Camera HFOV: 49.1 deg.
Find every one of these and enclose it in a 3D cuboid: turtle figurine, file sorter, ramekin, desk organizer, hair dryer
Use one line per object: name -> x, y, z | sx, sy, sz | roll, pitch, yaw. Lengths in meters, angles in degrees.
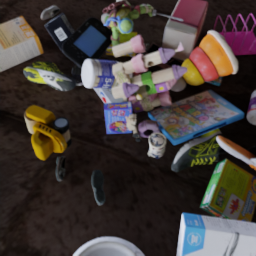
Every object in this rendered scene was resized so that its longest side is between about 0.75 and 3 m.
turtle figurine -> 0.116, -3.996, 11.297 | 2.878, 2.071, 2.791 | 2, 35, -22
file sorter -> 4.636, -3.939, 11.691 | 1.895, 1.188, 1.317 | -3, 58, -2
ramekin -> -0.500, 3.833, 6.839 | 2.409, 1.122, 2.409 | 0, 58, -1
desk organizer -> 1.500, -2.703, 11.161 | 1.582, 0.609, 0.567 | 35, 86, 20
hair dryer -> 0.527, -2.506, 10.643 | 0.385, 1.419, 1.080 | 25, 18, 10

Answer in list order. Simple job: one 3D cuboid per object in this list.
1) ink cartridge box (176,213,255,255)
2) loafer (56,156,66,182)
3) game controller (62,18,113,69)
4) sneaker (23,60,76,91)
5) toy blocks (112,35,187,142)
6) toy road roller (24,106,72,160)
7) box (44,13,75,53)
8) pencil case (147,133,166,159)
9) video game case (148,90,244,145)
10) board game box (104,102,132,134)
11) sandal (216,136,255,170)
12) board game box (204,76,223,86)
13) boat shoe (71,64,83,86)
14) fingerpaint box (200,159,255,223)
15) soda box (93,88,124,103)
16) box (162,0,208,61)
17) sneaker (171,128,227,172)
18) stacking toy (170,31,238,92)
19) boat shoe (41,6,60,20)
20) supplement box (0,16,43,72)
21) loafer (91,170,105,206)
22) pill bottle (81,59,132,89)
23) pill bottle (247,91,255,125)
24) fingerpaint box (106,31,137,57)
ink cartridge box -> 2.545, 3.126, 6.982 | 2.513, 0.838, 1.455 | 6, 95, 6
loafer -> -2.120, 1.277, 8.909 | 0.269, 0.307, 0.855 | -16, 56, 10
game controller -> -1.482, -3.287, 10.782 | 1.320, 0.533, 2.531 | 43, 51, -18
sneaker -> -2.933, -2.123, 10.773 | 2.180, 0.812, 0.922 | 18, 60, 11
toy blocks -> 0.907, -1.393, 9.057 | 2.202, 2.444, 2.616 | -13, 51, 16
toy road roller -> -2.750, 0.218, 9.007 | 1.767, 1.086, 1.290 | 24, 50, 16
box -> -2.599, -3.797, 11.191 | 0.756, 1.227, 1.217 | -28, 26, 10
pencil case -> 0.866, 0.558, 8.520 | 0.566, 1.265, 0.492 | -39, 71, -10
video game case -> 2.272, -0.449, 9.668 | 2.644, 0.235, 1.892 | -20, 38, -12
board game box -> -0.320, -0.304, 9.327 | 0.877, 1.304, 0.292 | -3, 53, -2
sandal -> 3.863, 0.777, 8.492 | 2.428, 0.696, 0.930 | 30, 24, -4
board game box -> 3.302, -2.055, 11.096 | 0.832, 0.195, 0.628 | 20, 60, 12
boat shoe -> -1.769, -2.572, 11.186 | 0.712, 0.582, 1.928 | 15, 59, 10
fingerpaint box -> 3.017, 1.947, 8.170 | 1.311, 0.576, 1.571 | 31, 63, 0
soda box -> -0.779, -1.479, 10.453 | 0.713, 0.666, 2.092 | -28, 62, -18
box -> 2.356, -4.130, 11.653 | 1.227, 1.439, 2.251 | 18, 60, 11
sneaker -> 2.360, 0.817, 8.918 | 2.213, 0.824, 0.936 | -32, 63, -18
stacking toy -> 2.578, -2.222, 10.430 | 2.476, 1.809, 1.809 | -32, 60, 12
boat shoe -> -3.616, -5.342, 13.095 | 0.361, 0.379, 1.054 | 29, 53, 18
supplement box -> -5.060, -3.327, 11.413 | 2.589, 0.952, 1.632 | -30, 61, -16
loafer -> -0.934, 1.835, 8.576 | 0.397, 0.348, 1.105 | 0, 53, -16
pill bottle -> -0.698, -1.824, 9.613 | 1.588, 0.951, 0.951 | -4, 54, -31
pill bottle -> 4.742, -0.816, 9.963 | 0.794, 0.794, 1.413 | 20, 60, 12
fingerpaint box -> -0.270, -3.569, 11.884 | 1.259, 0.462, 1.051 | 4, 57, 3
